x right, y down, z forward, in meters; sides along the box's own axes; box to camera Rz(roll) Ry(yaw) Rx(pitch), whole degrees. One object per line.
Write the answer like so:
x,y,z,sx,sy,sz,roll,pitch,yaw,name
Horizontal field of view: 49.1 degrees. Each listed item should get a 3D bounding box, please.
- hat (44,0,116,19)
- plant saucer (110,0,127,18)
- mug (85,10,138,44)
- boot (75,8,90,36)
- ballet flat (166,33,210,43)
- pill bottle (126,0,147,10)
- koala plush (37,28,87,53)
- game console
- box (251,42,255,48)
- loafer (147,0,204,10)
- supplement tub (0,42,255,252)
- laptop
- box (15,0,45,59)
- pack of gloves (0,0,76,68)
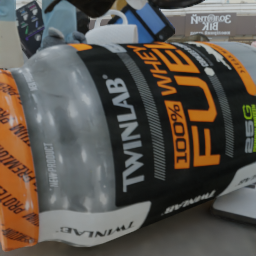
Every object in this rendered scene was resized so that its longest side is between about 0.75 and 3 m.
-0.512,-2.471,4.884,0.807,2.001,2.001,42,-11,-29,hat
0.050,-4.784,11.355,1.598,1.598,0.283,-3,-16,-15,plant saucer
-0.483,-2.565,8.108,1.423,1.623,1.199,3,5,8,mug
-1.894,-3.949,9.351,0.833,1.571,2.386,-23,5,-19,boot
1.684,-2.459,9.067,0.834,0.574,2.475,43,-11,-21,ballet flat
0.606,-3.955,7.431,0.860,1.582,0.860,38,-7,6,pill bottle
-1.515,-1.831,6.482,1.020,0.905,0.937,20,32,-42,koala plush
0.422,-3.464,9.688,1.096,1.852,1.581,-47,13,-17,game console
4.626,-1.410,8.295,1.376,1.270,2.682,-1,41,-6,box
1.481,-2.712,4.590,2.591,0.943,0.937,-26,14,-9,loafer
0.114,0.040,2.694,2.703,1.656,1.656,-12,16,-29,supplement tub
2.493,0.061,3.168,2.445,1.514,2.612,6,13,29,laptop
-3.005,-2.902,9.358,1.108,2.090,1.277,-38,20,-15,box
-2.609,-3.078,7.212,2.485,2.958,0.584,-6,28,-21,pack of gloves
